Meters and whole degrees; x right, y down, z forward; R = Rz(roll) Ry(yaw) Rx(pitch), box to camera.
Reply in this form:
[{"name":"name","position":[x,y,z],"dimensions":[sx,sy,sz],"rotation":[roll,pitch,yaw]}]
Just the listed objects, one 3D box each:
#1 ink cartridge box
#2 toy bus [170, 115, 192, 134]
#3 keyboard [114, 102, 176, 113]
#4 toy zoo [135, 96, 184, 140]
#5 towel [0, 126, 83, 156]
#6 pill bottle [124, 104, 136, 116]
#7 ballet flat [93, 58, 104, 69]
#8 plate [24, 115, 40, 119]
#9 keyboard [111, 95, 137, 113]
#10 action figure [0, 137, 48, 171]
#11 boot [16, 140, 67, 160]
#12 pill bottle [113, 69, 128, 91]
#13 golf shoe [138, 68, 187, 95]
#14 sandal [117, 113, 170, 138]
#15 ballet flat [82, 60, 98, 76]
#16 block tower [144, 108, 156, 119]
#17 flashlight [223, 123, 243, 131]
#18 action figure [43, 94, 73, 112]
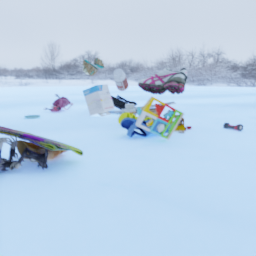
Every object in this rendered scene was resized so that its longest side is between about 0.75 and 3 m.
[{"name":"ink cartridge box","position":[-1.539,-1.380,14.915],"dimensions":[1.016,1.623,1.043],"rotation":[-14,2,33]},{"name":"toy bus","position":[1.945,-0.216,11.117],"dimensions":[1.164,0.601,1.098],"rotation":[9,14,40]},{"name":"keyboard","position":[0.777,-0.961,13.377],"dimensions":[2.947,0.157,0.829],"rotation":[-7,9,28]},{"name":"toy zoo","position":[0.936,-0.324,8.944],"dimensions":[1.599,1.049,0.164],"rotation":[24,11,-30]},{"name":"towel","position":[-2.147,0.329,6.859],"dimensions":[1.867,0.213,1.341],"rotation":[15,-6,18]},{"name":"pill bottle","position":[0.073,-0.531,11.847],"dimensions":[0.528,0.936,0.528],"rotation":[0,11,0]},{"name":"ballet flat","position":[-1.249,-2.853,12.306],"dimensions":[0.381,0.353,1.081],"rotation":[12,5,3]},{"name":"plate","position":[-4.834,-0.548,14.141],"dimensions":[0.807,0.103,0.807],"rotation":[1,10,0]},{"name":"keyboard","position":[-0.526,-1.552,16.278],"dimensions":[2.801,0.288,1.780],"rotation":[28,25,21]},{"name":"action figure","position":[-2.674,0.596,6.330],"dimensions":[1.662,0.848,0.988],"rotation":[0,5,-14]},{"name":"boot","position":[-2.334,0.562,7.603],"dimensions":[1.225,0.451,0.948],"rotation":[20,20,28]},{"name":"pill bottle","position":[-0.333,-2.121,12.354],"dimensions":[0.549,0.549,0.979],"rotation":[3,-32,15]},{"name":"golf shoe","position":[1.298,-1.768,10.540],"dimensions":[2.066,0.951,0.750],"rotation":[5,-18,39]},{"name":"sandal","position":[0.605,0.029,9.957],"dimensions":[1.951,0.775,0.849],"rotation":[3,43,-13]},{"name":"ballet flat","position":[-1.708,-2.530,11.841],"dimensions":[0.528,0.488,1.496],"rotation":[34,6,-28]},{"name":"block tower","position":[1.010,-0.475,12.294],"dimensions":[0.633,0.591,2.188],"rotation":[-5,9,15]},{"name":"flashlight","position":[4.199,-0.067,11.207],"dimensions":[0.272,0.273,0.804],"rotation":[-9,15,-28]},{"name":"action figure","position":[-4.105,-1.233,16.509],"dimensions":[1.281,1.152,1.720],"rotation":[40,14,-17]}]
